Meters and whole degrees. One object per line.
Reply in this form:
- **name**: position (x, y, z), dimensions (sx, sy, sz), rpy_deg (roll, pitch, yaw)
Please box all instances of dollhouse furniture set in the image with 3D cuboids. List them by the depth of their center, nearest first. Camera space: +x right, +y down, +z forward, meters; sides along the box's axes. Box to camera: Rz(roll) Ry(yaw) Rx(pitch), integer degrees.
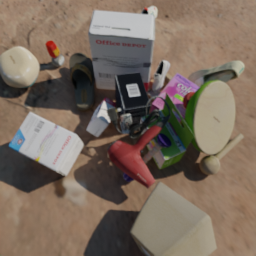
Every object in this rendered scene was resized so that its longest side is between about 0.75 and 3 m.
- **dollhouse furniture set**: position (1.040, -1.542, 10.657), dimensions (1.272, 0.621, 1.085), rpy_deg (-38, 66, -21)

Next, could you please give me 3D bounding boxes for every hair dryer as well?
- **hair dryer**: position (0.300, 0.483, 8.161), dimensions (1.999, 0.713, 2.625), rpy_deg (-8, 89, 24)

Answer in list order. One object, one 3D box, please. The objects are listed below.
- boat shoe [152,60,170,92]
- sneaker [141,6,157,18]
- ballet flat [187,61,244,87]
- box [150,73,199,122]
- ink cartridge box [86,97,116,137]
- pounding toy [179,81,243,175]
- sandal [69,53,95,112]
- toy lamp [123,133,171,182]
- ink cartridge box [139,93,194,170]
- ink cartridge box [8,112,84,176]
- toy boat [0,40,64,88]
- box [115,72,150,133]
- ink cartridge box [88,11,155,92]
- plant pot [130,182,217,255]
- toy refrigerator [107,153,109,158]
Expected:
- **boat shoe**: position (1.150, -1.929, 10.453), dimensions (0.399, 1.215, 0.437), rpy_deg (7, 26, -47)
- **sneaker**: position (0.940, -5.253, 12.839), dimensions (0.521, 0.692, 1.480), rpy_deg (26, 63, 15)
- **ballet flat**: position (2.999, -1.772, 10.012), dimensions (0.783, 2.253, 0.783), rpy_deg (11, 73, -39)
- **box**: position (1.820, -0.871, 9.966), dimensions (1.390, 0.764, 1.581), rpy_deg (36, 73, 12)
- **ink cartridge box**: position (-0.908, -0.369, 9.554), dimensions (0.478, 0.820, 1.133), rpy_deg (32, 41, -14)
- **pounding toy**: position (2.341, -0.133, 8.937), dimensions (1.327, 2.860, 2.208), rpy_deg (12, 50, 48)
- **sandal**: position (-1.817, -1.837, 10.560), dimensions (1.039, 0.694, 2.543), rpy_deg (-12, 68, 16)
- **toy lamp**: position (0.522, 0.983, 8.546), dimensions (0.559, 1.919, 0.559), rpy_deg (29, 32, -20)
- **ink cartridge box**: position (1.077, 0.161, 8.615), dimensions (0.812, 2.145, 1.585), rpy_deg (-24, 69, -11)
- **ink cartridge box**: position (-2.502, 0.556, 8.838), dimensions (1.696, 1.238, 1.244), rpy_deg (25, 75, 9)
- **toy boat**: position (-3.765, -2.472, 11.054), dimensions (2.466, 1.146, 2.073), rpy_deg (-28, 58, -7)
- **box**: position (0.110, -0.865, 9.739), dimensions (0.923, 1.463, 1.488), rpy_deg (-9, 60, -9)
- **ink cartridge box**: position (-0.186, -2.605, 9.965), dimensions (2.065, 2.844, 1.186), rpy_deg (5, 62, 2)
- **plant pot**: position (1.058, 2.747, 7.188), dimensions (1.487, 1.678, 1.680), rpy_deg (-40, 42, -21)
- **toy refrigerator**: position (-0.164, 0.843, 9.343), dimensions (0.992, 0.347, 0.377), rpy_deg (10, 48, 7)
